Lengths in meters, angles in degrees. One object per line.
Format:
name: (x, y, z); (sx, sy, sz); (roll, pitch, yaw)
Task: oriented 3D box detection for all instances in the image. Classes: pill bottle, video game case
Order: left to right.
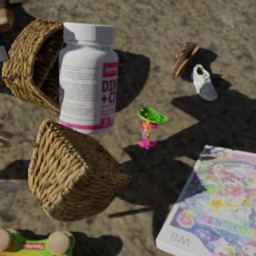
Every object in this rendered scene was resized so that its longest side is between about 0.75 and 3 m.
video game case: (-3.082, 1.514, 6.416); (0.975, 0.888, 0.112); (17, 38, -26)
pill bottle: (-0.968, -1.201, 6.825); (1.407, 1.407, 2.482); (4, 109, -1)
video game case: (2.140, 1.493, 5.616); (2.123, 0.267, 2.964); (10, 39, 30)

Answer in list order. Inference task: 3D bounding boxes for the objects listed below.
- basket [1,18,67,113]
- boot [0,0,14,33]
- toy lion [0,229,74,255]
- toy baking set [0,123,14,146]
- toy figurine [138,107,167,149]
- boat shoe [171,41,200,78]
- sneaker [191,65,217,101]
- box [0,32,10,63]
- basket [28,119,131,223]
basket: (-2.466, -2.112, 9.189); (2.013, 1.929, 2.702); (19, 66, 10)
boot: (-5.725, -4.227, 10.959); (2.480, 0.897, 2.063); (-19, 54, -7)
toy lion: (-2.701, 3.810, 7.104); (2.422, 0.831, 2.321); (2, 72, 1)
toy baking set: (-2.903, -0.072, 5.224); (0.190, 1.634, 1.254); (-63, 33, 4)
toy figurine: (0.412, 0.048, 6.003); (0.617, 0.757, 0.822); (7, 24, -16)
boat shoe: (1.960, -2.494, 10.129); (0.604, 0.605, 1.719); (32, 61, 12)
sneaker: (2.629, -1.535, 9.680); (0.526, 0.555, 1.374); (-23, 68, -12)
box: (-3.257, -2.359, 6.114); (0.393, 1.359, 1.710); (-29, 51, -25)
basket: (-1.160, 0.973, 5.871); (1.486, 1.995, 1.424); (43, 97, 28)
